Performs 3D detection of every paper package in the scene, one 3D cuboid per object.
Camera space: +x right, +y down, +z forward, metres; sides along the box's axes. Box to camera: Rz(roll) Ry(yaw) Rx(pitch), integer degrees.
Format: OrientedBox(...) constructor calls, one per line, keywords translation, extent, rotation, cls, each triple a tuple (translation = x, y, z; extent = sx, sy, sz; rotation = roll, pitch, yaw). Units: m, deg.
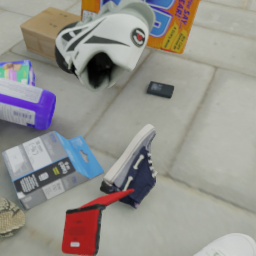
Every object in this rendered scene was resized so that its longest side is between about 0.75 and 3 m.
OrientedBox(translation=(-2.571, -3.430, 10.243), extent=(1.927, 0.997, 1.836), rotation=(23, 53, 20), cls="paper package")

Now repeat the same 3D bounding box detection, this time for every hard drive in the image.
OrientedBox(translation=(1.028, -1.209, 8.857), extent=(0.780, 0.128, 0.544), rotation=(13, 50, 12), cls="hard drive")

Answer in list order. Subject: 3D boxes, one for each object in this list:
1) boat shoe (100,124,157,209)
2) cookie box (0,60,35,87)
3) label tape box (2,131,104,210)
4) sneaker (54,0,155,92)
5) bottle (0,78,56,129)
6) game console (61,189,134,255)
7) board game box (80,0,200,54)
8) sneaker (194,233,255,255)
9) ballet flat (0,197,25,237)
OrientedBox(translation=(0.323, 0.898, 6.678), extent=(1.008, 0.812, 2.175), rotation=(33, 58, 10), cls="boat shoe")
OrientedBox(translation=(-3.879, -1.283, 8.543), extent=(1.812, 0.681, 1.550), rotation=(-8, 50, -6), cls="cookie box")
OrientedBox(translation=(-1.782, 0.824, 6.729), extent=(1.976, 0.626, 1.425), rotation=(-24, 53, -20), cls="label tape box")
OrientedBox(translation=(-0.789, -1.310, 5.434), extent=(1.105, 2.981, 1.319), rotation=(22, 74, -31), cls="sneaker")
OrientedBox(translation=(-3.407, -0.783, 7.270), extent=(2.919, 1.219, 0.953), rotation=(15, 65, -11), cls="bottle")
OrientedBox(translation=(-0.473, 1.435, 4.288), extent=(0.659, 1.110, 0.956), rotation=(17, 62, -29), cls="game console")
OrientedBox(translation=(0.583, -4.288, 7.786), extent=(2.927, 2.927, 2.929), rotation=(15, 39, 2), cls="board game box")
OrientedBox(translation=(1.316, 2.636, 4.654), extent=(2.716, 1.353, 1.017), rotation=(-28, 53, -24), cls="sneaker")
OrientedBox(translation=(-3.431, 1.527, 5.695), extent=(2.594, 0.977, 0.880), rotation=(18, 57, 6), cls="ballet flat")
